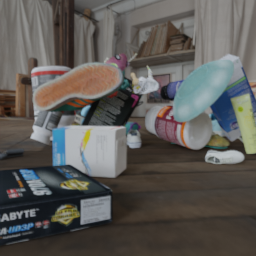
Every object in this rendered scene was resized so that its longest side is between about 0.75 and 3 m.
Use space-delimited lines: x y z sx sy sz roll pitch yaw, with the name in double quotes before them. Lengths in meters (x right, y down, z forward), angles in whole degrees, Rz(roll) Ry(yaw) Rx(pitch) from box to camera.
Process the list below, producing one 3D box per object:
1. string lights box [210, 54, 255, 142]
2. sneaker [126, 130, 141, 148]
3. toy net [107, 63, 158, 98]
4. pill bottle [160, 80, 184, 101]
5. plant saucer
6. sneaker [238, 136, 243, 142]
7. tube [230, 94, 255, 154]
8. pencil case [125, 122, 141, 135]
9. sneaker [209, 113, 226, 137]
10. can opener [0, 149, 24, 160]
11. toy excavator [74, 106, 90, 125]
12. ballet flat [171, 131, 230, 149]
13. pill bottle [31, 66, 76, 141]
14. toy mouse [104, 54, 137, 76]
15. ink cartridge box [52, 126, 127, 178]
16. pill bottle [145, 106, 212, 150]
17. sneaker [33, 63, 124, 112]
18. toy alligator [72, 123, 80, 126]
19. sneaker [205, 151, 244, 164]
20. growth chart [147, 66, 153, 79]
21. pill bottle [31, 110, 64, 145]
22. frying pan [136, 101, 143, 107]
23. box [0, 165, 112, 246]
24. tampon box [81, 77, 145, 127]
"string lights box" 3.592 -1.003 9.842 1.393 2.710 0.799 -31 24 5
"sneaker" 0.223 0.342 10.012 0.582 0.564 1.594 0 4 -7
"toy net" -0.075 -1.298 8.122 1.956 1.026 0.378 16 -27 33
"pill bottle" 1.846 -1.375 10.424 0.734 0.734 1.312 -3 2 -39
"plant saucer" 1.811 -1.088 7.381 0.399 2.074 2.074 37 -8 -17
"sneaker" 4.560 -0.126 11.304 0.909 0.938 2.569 0 18 -1
"tube" 3.369 -0.103 7.947 0.431 1.662 0.482 -14 0 33
"pencil case" -0.217 0.018 14.000 1.606 0.683 0.742 4 11 42
"sneaker" 4.199 -0.190 14.085 0.977 1.083 2.643 0 4 -17
"can opener" -3.148 0.735 7.415 0.833 0.222 0.278 -3 38 -46
"toy excavator" -2.340 -0.475 14.950 2.633 2.560 1.315 28 -4 -17
"ballet flat" 2.406 0.265 9.844 2.252 0.796 0.796 4 5 41
"pill bottle" -3.054 -0.986 11.658 1.681 2.902 1.681 -3 3 0
"toy mouse" -0.537 -1.923 9.865 2.492 0.543 2.804 -31 -2 -24
"ink cartridge box" -0.741 0.446 5.721 1.285 0.929 0.946 1 4 12
"pill bottle" 1.576 -0.096 9.180 1.189 1.189 2.082 -3 12 -36
"sneaker" -1.322 -1.127 8.176 2.853 1.018 1.140 -12 -5 21
"toy alligator" -2.754 0.091 14.771 0.586 0.425 1.767 33 10 8
"sneaker" 2.261 0.734 6.593 0.866 0.331 0.349 -4 12 26
"growth chart" 1.021 -2.347 12.831 0.074 0.838 0.606 -19 49 -8
"pill bottle" -2.733 -0.160 9.418 0.761 1.314 0.761 19 -10 3
"frying pan" -0.173 -0.556 10.772 1.518 0.918 0.247 -5 -18 21
"box" -1.168 0.855 3.571 1.392 0.403 1.751 -2 4 -27
"tampon box" -0.508 -0.663 9.665 1.257 1.990 1.492 32 27 3
